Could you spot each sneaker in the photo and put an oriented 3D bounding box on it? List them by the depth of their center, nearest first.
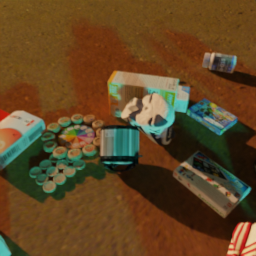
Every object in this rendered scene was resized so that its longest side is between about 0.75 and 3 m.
[{"bbox_3d":[1.064,-0.132,8.905,1.815,2.790,1.114,31,78,-22],"label":"sneaker"}]

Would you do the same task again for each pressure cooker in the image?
[{"bbox_3d":[-0.282,0.643,8.589,1.248,1.229,1.397,3,82,-21],"label":"pressure cooker"}]

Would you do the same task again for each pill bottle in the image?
[{"bbox_3d":[4.120,-2.972,12.716,1.359,0.773,0.773,13,46,13],"label":"pill bottle"}]

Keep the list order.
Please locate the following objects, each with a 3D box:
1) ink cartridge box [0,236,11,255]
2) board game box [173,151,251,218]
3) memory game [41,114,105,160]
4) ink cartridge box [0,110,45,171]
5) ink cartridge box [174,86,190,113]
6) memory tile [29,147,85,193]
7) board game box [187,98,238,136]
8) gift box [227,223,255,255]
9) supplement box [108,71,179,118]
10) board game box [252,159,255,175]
[{"bbox_3d":[-4.374,2.978,6.407,1.844,1.070,2.555,31,53,32],"label":"ink cartridge box"},{"bbox_3d":[2.459,1.609,8.372,1.213,0.333,1.922,-31,53,-28],"label":"board game box"},{"bbox_3d":[-1.825,0.246,9.745,2.376,0.151,2.376,0,39,0],"label":"memory game"},{"bbox_3d":[-4.606,0.062,9.735,2.673,0.670,2.168,24,49,19],"label":"ink cartridge box"},{"bbox_3d":[1.653,-1.211,11.036,1.394,0.590,1.007,10,42,9],"label":"ink cartridge box"},{"bbox_3d":[-2.236,1.286,8.855,1.177,0.129,1.536,33,54,29],"label":"memory tile"},{"bbox_3d":[3.132,-0.449,10.512,1.042,0.265,1.540,-31,52,-27],"label":"board game box"},{"bbox_3d":[2.848,3.161,5.917,1.698,1.818,1.678,28,50,9],"label":"gift box"},{"bbox_3d":[0.537,-1.082,10.215,2.408,1.517,0.885,9,41,11],"label":"supplement box"},{"bbox_3d":[4.757,1.998,7.967,1.707,0.355,2.524,3,44,3],"label":"board game box"}]
